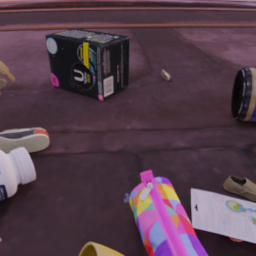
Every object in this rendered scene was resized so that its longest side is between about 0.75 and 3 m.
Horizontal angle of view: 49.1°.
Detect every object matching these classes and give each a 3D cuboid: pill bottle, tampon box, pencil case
[{"bbox_3d":[-2.964,1.072,5.731,1.901,1.056,1.056,-20,36,-31],"label":"pill bottle"},{"bbox_3d":[-1.555,-2.568,10.965,2.760,2.068,1.742,19,35,29],"label":"tampon box"},{"bbox_3d":[4.855,-0.936,8.575,2.975,1.664,1.664,5,31,9],"label":"pill bottle"},{"bbox_3d":[0.657,1.786,4.621,1.015,1.015,2.296,-8,32,-13],"label":"pencil case"}]

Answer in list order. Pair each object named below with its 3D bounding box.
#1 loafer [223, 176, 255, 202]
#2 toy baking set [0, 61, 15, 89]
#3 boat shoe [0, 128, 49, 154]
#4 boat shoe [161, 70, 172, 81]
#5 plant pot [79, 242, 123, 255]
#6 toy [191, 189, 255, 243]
[{"bbox_3d":[2.580,1.305,6.055,0.982,0.331,0.373,11,32,19],"label":"loafer"},{"bbox_3d":[-2.790,-1.080,5.271,1.194,1.555,0.181,-5,62,23],"label":"toy baking set"},{"bbox_3d":[-3.063,0.361,7.341,1.916,0.682,0.600,-9,31,-20],"label":"boat shoe"},{"bbox_3d":[1.692,-2.302,12.322,0.266,0.296,0.822,-1,30,-17],"label":"boat shoe"},{"bbox_3d":[-0.153,2.286,3.602,0.985,1.388,1.388,17,26,-18],"label":"plant pot"},{"bbox_3d":[2.028,1.773,5.175,1.787,0.422,1.029,10,27,6],"label":"toy"}]
